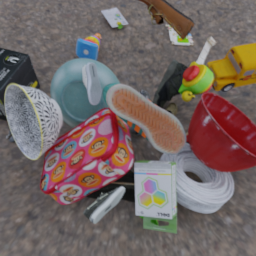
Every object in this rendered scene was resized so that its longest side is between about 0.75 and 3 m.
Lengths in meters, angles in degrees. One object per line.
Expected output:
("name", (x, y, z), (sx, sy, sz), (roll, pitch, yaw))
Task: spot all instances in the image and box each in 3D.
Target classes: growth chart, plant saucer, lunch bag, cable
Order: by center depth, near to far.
("lunch bag", (-1.118, 0.632, 7.575), (2.549, 1.044, 2.245), (-32, 35, 17))
("cable", (1.787, 1.319, 7.577), (2.064, 0.714, 2.064), (20, 36, -2))
("plant saucer", (-1.334, -0.854, 8.419), (2.380, 2.380, 0.458), (13, 26, 9))
("growth chart", (2.244, -4.028, 12.151), (1.041, 0.128, 1.438), (-4, 55, -4))

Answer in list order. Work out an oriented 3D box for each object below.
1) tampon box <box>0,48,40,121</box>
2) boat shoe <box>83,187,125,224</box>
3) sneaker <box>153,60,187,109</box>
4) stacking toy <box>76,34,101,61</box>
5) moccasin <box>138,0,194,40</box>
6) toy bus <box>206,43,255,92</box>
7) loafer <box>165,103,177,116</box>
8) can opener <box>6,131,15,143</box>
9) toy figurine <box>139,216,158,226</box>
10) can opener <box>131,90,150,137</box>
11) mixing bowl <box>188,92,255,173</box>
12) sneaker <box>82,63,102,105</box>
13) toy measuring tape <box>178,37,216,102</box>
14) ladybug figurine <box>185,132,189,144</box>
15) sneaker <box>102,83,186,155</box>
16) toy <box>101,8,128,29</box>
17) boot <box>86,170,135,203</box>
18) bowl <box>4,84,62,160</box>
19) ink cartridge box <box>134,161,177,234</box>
("tampon box", (-4.664, -1.571, 9.492), (2.487, 1.570, 1.864), (15, 56, 11))
("boat shoe", (-0.399, 1.268, 4.883), (0.290, 0.322, 0.912), (30, 37, 24))
("sneaker", (1.515, -1.183, 9.254), (1.064, 1.857, 0.710), (30, 15, 11))
("stacking toy", (-1.458, -3.434, 11.406), (0.891, 0.843, 1.536), (18, 45, 1))
("moccasin", (1.227, -4.015, 10.004), (2.335, 0.902, 0.854), (38, 21, 4))
("toy bus", (3.720, -1.881, 8.248), (2.741, 1.073, 0.892), (-12, 67, -12))
("loafer", (1.408, -0.514, 9.455), (0.383, 0.339, 1.006), (6, 52, 25))
("can opener", (-3.492, -0.028, 9.245), (0.413, 0.330, 1.235), (46, 61, -9))
("toy figurine", (0.742, 2.194, 7.499), (0.724, 0.591, 0.787), (-29, 27, -34))
("can opener", (0.362, -0.515, 9.468), (0.593, 0.473, 1.774), (-14, 48, 40))
("mixing bowl", (2.418, 0.295, 7.284), (2.284, 1.237, 2.284), (26, 34, -19))
("sneaker", (-1.003, -1.177, 7.619), (0.419, 0.406, 1.147), (-3, 88, -40))
("toy measuring tape", (2.047, -1.618, 7.501), (0.812, 0.812, 2.207), (25, 73, 17))
("ladybug figurine", (2.077, 0.382, 8.575), (1.005, 0.682, 0.361), (-23, 32, 7))
("sneaker", (0.411, -0.278, 6.754), (0.881, 2.469, 0.987), (-49, 26, 3))
("toy", (-0.622, -4.891, 12.645), (0.766, 0.314, 1.330), (-19, 55, -17))
("boot", (-0.061, 1.180, 7.996), (2.353, 0.911, 1.627), (6, 52, 3))
("bowl", (-2.339, -0.245, 7.289), (0.934, 1.991, 1.991), (-21, 54, -41))
("ink cartridge box", (0.663, 1.672, 6.688), (0.902, 0.515, 1.737), (-1, 90, 24))
